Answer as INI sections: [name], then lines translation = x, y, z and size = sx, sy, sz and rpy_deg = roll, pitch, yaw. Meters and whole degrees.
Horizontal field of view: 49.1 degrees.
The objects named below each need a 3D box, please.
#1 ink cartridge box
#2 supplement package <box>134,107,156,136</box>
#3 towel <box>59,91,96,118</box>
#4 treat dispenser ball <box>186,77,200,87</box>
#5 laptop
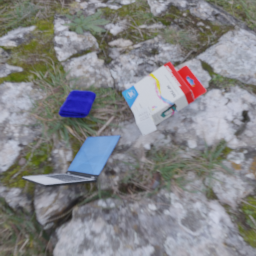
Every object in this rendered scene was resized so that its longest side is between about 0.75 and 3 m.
[ink cartridge box]
translation = 1.465, -1.442, 11.472
size = 2.959, 0.995, 1.719
rpy_deg = -33, 62, 7
[supplement package]
translation = 0.606, -0.251, 10.131
size = 0.547, 0.568, 0.998
rpy_deg = -26, 27, 8
[towel]
translation = -2.136, -1.058, 11.863
size = 1.252, 0.420, 1.696
rpy_deg = 1, 37, 7
[treat dispenser ball]
translation = 2.676, -1.733, 12.286
size = 1.091, 1.091, 1.091
rpy_deg = 0, 56, 0
[laptop]
translation = -1.948, 1.017, 9.426
size = 2.582, 2.418, 1.497
rpy_deg = 1, 85, -35
